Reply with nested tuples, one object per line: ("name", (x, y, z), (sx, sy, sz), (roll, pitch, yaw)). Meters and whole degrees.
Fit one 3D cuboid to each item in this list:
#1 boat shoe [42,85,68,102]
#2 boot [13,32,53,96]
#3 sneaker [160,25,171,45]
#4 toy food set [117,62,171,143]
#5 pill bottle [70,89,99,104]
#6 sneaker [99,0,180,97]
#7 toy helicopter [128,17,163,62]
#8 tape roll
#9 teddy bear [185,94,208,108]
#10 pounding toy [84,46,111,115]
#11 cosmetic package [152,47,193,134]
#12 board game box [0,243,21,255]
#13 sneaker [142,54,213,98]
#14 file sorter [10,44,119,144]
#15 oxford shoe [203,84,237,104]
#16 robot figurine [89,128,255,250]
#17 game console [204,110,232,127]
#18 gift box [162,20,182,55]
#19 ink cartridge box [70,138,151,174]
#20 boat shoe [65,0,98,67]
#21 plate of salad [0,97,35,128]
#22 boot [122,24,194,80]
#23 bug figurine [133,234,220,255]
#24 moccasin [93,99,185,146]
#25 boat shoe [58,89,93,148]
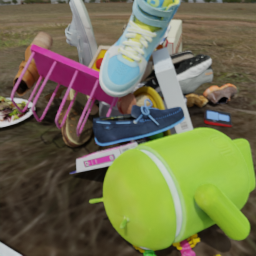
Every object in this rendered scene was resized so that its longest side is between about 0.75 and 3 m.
("boat shoe", (-2.584, -1.293, 10.267), (1.111, 0.378, 0.400), (-20, 17, 22))
("boot", (-3.060, -1.743, 9.059), (0.862, 2.340, 1.811), (19, 65, -3))
("sneaker", (1.379, -3.736, 11.287), (0.403, 0.396, 1.046), (23, 70, -11))
("toy food set", (0.194, -0.218, 7.166), (0.836, 2.561, 1.507), (-9, -8, -34))
("pill bottle", (-0.916, -1.844, 11.276), (2.606, 1.484, 1.484), (-22, 35, -34))
("sneaker", (0.214, -2.027, 6.063), (1.050, 1.724, 2.641), (27, 69, 0))
("toy helicopter", (0.408, -2.477, 7.780), (0.928, 1.403, 0.553), (-13, -13, -34))
("tape roll", (0.479, -0.684, 9.617), (2.946, 0.973, 2.946), (-1, 27, 0))
("teddy bear", (2.336, -1.146, 11.007), (1.552, 0.518, 1.125), (9, 27, 17))
("pounding toy", (-0.855, -1.442, 8.452), (1.755, 0.914, 1.998), (16, 73, 33))
("cosmetic package", (1.141, -0.974, 7.291), (0.476, 1.842, 1.389), (-16, 32, 14))
("board game box", (-3.631, 2.526, 4.122), (2.927, 0.379, 2.926), (14, 31, 26))
("sneaker", (1.535, -1.354, 8.987), (2.591, 1.027, 0.958), (-24, 28, 6))
("file sorter", (-1.566, -0.721, 7.366), (2.399, 1.504, 1.667), (22, -14, -5))
("oxford shoe", (3.851, -1.279, 11.336), (1.921, 0.685, 0.700), (-13, 61, -35))
("robot figurine", (0.871, 0.990, 4.949), (2.938, 1.700, 2.578), (-14, 9, -27))
("game console", (3.161, -0.361, 9.880), (0.926, 0.163, 1.047), (7, 29, 14))
("gift box", (1.443, -4.209, 14.342), (2.312, 2.506, 2.340), (6, 53, 22))
("ink cartridge box", (-0.469, 0.679, 6.474), (0.973, 0.381, 2.055), (-16, -4, -45))
("boat shoe", (-1.581, -2.944, 9.242), (0.941, 2.643, 0.922), (-14, 44, 0))
("plate of salad", (-4.718, -0.669, 9.959), (2.649, 0.636, 2.649), (0, 27, 0))
("boot", (0.922, -2.968, 10.171), (2.806, 2.112, 1.027), (-9, -5, 38))
("bug figurine", (0.726, 2.262, 4.616), (1.558, 0.401, 1.209), (-6, 22, -3))
("moccasin", (0.187, -0.165, 6.068), (2.043, 0.697, 0.822), (-16, 12, 3))
("boat shoe", (-1.754, -0.280, 9.036), (0.961, 0.902, 2.670), (36, 27, -31))
